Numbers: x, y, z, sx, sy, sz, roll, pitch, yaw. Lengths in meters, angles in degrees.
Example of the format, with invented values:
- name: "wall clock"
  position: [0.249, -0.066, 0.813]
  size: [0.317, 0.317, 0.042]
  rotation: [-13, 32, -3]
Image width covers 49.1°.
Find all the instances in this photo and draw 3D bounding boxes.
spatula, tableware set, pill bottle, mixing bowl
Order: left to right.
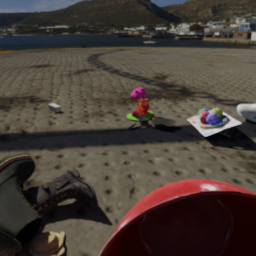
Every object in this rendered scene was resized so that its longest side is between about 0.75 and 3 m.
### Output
- name: "tableware set"
  position: [-2.053, 2.544, 5.264]
  size: [2.077, 0.241, 1.735]
  rotation: [-7, 17, -9]
- name: "spatula"
  position: [0.367, -0.243, 12.247]
  size: [0.126, 0.348, 1.230]
  rotation: [43, 45, 7]
- name: "mixing bowl"
  position: [0.950, 1.813, 3.871]
  size: [2.825, 2.825, 1.530]
  rotation: [0, 15, 0]
- name: "pill bottle"
  position: [4.028, 0.159, 11.038]
  size: [0.430, 0.430, 0.768]
  rotation: [-12, 24, -27]

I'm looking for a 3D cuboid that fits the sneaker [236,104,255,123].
- name: "sneaker"
  position: [6.401, -0.815, 12.469]
  size: [2.953, 1.193, 1.130]
  rotation: [11, 26, 28]

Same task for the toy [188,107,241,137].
- name: "toy"
  position: [3.406, -0.468, 11.641]
  size: [1.464, 0.600, 2.542]
  rotation: [-21, 14, 2]

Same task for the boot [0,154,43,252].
- name: "boot"
  position: [-2.546, 1.685, 6.602]
  size: [1.919, 1.075, 2.775]
  rotation: [16, 26, 12]

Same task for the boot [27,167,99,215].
- name: "boot"
  position: [-1.631, 1.764, 6.997]
  size: [1.370, 0.545, 1.574]
  rotation: [-29, 46, -29]

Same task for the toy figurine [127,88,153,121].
- name: "toy figurine"
  position: [0.635, -1.203, 13.157]
  size: [1.145, 1.404, 1.525]
  rotation: [17, 27, 36]

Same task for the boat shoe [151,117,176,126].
- name: "boat shoe"
  position: [1.570, -0.308, 12.329]
  size: [1.078, 0.384, 0.337]
  rotation: [2, 18, 15]

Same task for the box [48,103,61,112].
- name: "box"
  position: [-3.740, -1.034, 14.271]
  size: [0.311, 0.259, 0.758]
  rotation: [-19, 29, -40]
